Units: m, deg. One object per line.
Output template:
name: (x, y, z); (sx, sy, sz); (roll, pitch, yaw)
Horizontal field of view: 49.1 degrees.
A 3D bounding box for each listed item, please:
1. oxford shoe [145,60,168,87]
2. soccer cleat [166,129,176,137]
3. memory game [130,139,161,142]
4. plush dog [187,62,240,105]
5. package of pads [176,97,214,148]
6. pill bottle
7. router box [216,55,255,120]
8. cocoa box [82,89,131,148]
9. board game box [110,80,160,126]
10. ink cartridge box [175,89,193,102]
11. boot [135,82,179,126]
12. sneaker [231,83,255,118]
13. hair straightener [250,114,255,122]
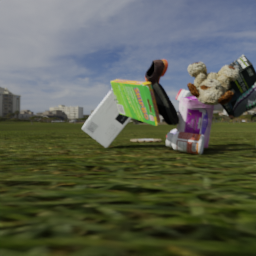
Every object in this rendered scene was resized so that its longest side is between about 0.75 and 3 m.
oxford shoe: (0.888, -1.939, 11.281); (0.689, 1.899, 0.676); (-2, 42, -31)
soccer cleat: (2.626, 0.499, 14.546); (0.965, 0.899, 2.636); (-21, 3, 0)
memory game: (1.051, 0.753, 16.618); (1.876, 0.119, 1.876); (-1, 1, 0)
plush dog: (2.583, -1.238, 8.903); (1.617, 1.297, 1.389); (12, 42, 14)
package of pads: (2.419, -0.185, 10.318); (1.182, 1.961, 0.742); (-2, 19, -15)
pill bottle: (1.928, 0.487, 9.510); (1.196, 0.671, 0.671); (9, 4, 23)
router box: (4.009, -1.413, 10.299); (1.559, 0.646, 2.081); (-34, -48, 19)
cocoa box: (-0.762, -0.483, 11.991); (1.381, 2.071, 1.359); (37, 14, -9)
board game box: (0.221, -0.916, 9.397); (0.408, 1.302, 2.725); (-23, 20, -18)
ink cartridge box: (2.831, -1.209, 12.525); (1.015, 0.589, 1.376); (28, 10, -13)
boot: (0.921, -0.572, 10.371); (1.496, 2.001, 0.753); (-36, -40, 21)
sneaker: (4.147, -0.894, 9.172); (0.609, 1.636, 0.716); (25, 20, -42)
hair straightener: (5.250, -0.462, 10.485); (1.320, 0.508, 0.270); (-27, 28, 33)
